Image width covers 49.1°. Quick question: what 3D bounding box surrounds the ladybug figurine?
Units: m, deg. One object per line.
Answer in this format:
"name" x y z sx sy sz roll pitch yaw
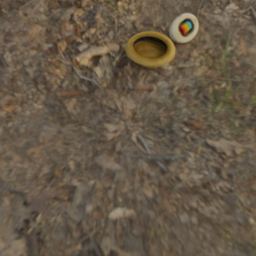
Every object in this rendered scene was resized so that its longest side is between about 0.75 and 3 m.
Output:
"ladybug figurine" 2.115 -3.813 10.810 1.458 0.525 0.990 -39 106 -21

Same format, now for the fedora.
"fedora" 0.782 -2.699 10.179 1.807 0.737 1.807 0 60 0
